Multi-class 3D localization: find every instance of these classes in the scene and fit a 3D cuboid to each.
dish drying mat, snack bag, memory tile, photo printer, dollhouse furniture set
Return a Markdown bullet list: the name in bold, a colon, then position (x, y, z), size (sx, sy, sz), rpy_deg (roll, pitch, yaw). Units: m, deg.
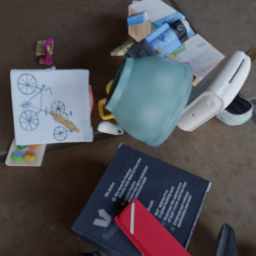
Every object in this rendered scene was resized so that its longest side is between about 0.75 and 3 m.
- **dish drying mat**: position (0.577, 2.512, 6.206), size (0.747, 0.177, 1.944), rpy_deg (-39, 66, -18)
- **snack bag**: position (-2.487, -0.724, 9.184), size (2.638, 0.282, 2.487), rpy_deg (-3, 94, 1)
- **memory tile**: position (-3.800, -3.641, 12.724), size (0.750, 0.082, 0.978), rpy_deg (-5, 55, -3)
- **photo printer**: position (2.618, -1.126, 8.690), size (0.865, 2.490, 2.072), rpy_deg (38, 63, 0)
- **dollhouse furniture set**: position (1.403, -1.842, 9.468), size (1.585, 1.352, 0.774), rpy_deg (41, 48, 4)

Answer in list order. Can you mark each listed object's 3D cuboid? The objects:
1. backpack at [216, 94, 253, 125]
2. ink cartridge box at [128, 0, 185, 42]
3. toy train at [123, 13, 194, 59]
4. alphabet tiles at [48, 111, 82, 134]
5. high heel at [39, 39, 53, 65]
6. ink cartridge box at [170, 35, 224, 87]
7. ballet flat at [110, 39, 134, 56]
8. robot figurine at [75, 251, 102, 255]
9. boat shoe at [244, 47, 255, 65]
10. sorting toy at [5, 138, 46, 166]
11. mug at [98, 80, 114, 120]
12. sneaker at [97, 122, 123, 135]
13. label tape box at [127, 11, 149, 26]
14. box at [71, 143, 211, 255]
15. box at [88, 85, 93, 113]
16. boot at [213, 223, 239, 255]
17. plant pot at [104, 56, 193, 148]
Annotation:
- **backpack**: position (3.748, -0.642, 9.970), size (1.070, 0.907, 1.205), rpy_deg (-32, 44, -20)
- **ink cartridge box**: position (1.103, -4.657, 12.569), size (1.471, 1.509, 2.348), rpy_deg (-30, 60, -21)
- **toy train**: position (1.093, -2.990, 10.250), size (2.838, 1.621, 1.230), rpy_deg (-36, 99, 6)
- **alphabet tiles**: position (-1.642, -0.137, 7.330), size (0.810, 0.974, 0.031), rpy_deg (21, 72, 25)
- **high heel**: position (-3.362, -3.299, 12.170), size (0.625, 0.438, 1.299), rpy_deg (9, 76, 17)
- **ink cartridge box**: position (2.999, -2.518, 11.333), size (1.488, 0.855, 2.540), rpy_deg (-29, 58, -10)
- **ballet flat**: position (-0.197, -3.494, 12.416), size (0.470, 0.470, 1.307), rpy_deg (38, 63, 24)
- **robot figurine**: position (-1.037, 3.626, 6.332), size (1.376, 1.832, 1.143), rpy_deg (21, 28, -17)
- **boat shoe**: position (4.000, -2.259, 9.712), size (0.455, 1.261, 0.410), rpy_deg (36, 22, -14)
- **sorting toy**: position (-3.420, 0.781, 9.401), size (1.141, 0.208, 1.056), rpy_deg (3, 54, 2)
- **mug**: position (-0.147, -0.872, 10.203), size (1.293, 1.615, 1.326), rpy_deg (8, 57, -35)
- **sneaker**: position (-0.513, 0.029, 8.520), size (0.911, 0.321, 0.365), rpy_deg (4, 24, -42)
- **label tape box**: position (0.346, -4.128, 10.567), size (0.662, 0.306, 0.924), rpy_deg (-4, 29, 25)
- **box**: position (0.390, 2.248, 7.430), size (2.660, 1.562, 2.616), rpy_deg (23, 60, 15)
- **box**: position (-2.311, -1.023, 10.253), size (1.896, 0.973, 0.898), rpy_deg (5, 54, 5)
- **boot**: position (3.265, 3.649, 6.946), size (2.265, 0.743, 1.867), rpy_deg (15, 64, 15)
- **plant pot**: position (0.387, -0.959, 8.087), size (1.766, 2.636, 2.636), rpy_deg (22, 54, -12)
